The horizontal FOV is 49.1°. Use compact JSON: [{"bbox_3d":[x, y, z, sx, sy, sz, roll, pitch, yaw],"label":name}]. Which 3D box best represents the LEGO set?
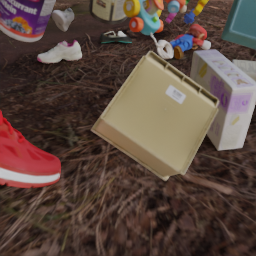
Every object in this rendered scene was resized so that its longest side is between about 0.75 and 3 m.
[{"bbox_3d":[2.117,-4.090,9.453,0.812,2.129,0.874,35,57,-9],"label":"LEGO set"}]

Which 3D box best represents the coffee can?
[{"bbox_3d":[-0.482,-4.302,8.508,1.312,1.793,1.312,5,63,-9],"label":"coffee can"}]

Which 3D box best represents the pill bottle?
[{"bbox_3d":[-2.962,-4.150,8.459,1.531,2.748,1.531,21,43,-20],"label":"pill bottle"}]

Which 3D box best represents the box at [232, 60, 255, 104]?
[{"bbox_3d":[4.735,-1.442,9.237,2.692,1.046,1.278,10,36,14],"label":"box"}]

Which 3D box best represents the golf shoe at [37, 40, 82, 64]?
[{"bbox_3d":[-2.987,-3.318,12.125,1.908,0.873,0.718,-12,37,-14],"label":"golf shoe"}]

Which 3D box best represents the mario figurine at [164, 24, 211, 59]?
[{"bbox_3d":[2.824,-3.832,13.093,2.385,1.264,1.472,-36,83,-26],"label":"mario figurine"}]

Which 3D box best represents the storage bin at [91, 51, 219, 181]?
[{"bbox_3d":[0.470,-0.203,4.510,1.492,0.699,1.482,35,70,-4],"label":"storage bin"}]

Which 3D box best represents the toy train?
[{"bbox_3d":[0.813,-2.885,6.380,1.863,0.690,2.480,29,55,-28],"label":"toy train"}]

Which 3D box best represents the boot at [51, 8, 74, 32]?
[{"bbox_3d":[-2.184,-3.843,9.555,0.505,0.656,1.372,34,-4,-8],"label":"boot"}]

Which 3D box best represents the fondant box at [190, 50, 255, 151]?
[{"bbox_3d":[2.447,-0.866,7.748,0.731,1.811,2.510,-6,35,-8],"label":"fondant box"}]

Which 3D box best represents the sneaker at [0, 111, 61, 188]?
[{"bbox_3d":[-1.878,-0.204,3.823,1.100,1.622,2.808,15,-8,42],"label":"sneaker"}]

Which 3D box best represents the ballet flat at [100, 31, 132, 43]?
[{"bbox_3d":[-0.606,-4.605,14.191,1.651,0.565,0.561,-2,24,-4],"label":"ballet flat"}]

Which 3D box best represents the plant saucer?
[{"bbox_3d":[2.969,-3.078,6.326,0.944,0.256,2.701,20,80,8],"label":"plant saucer"}]
